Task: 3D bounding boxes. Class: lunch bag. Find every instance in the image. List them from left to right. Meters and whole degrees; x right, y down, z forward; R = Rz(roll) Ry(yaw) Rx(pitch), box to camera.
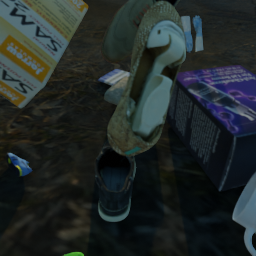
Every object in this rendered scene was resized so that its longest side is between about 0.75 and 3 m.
[{"bbox_3d":[0.026,-0.947,8.272,1.025,0.735,1.250,19,36,24],"label":"lunch bag"}]

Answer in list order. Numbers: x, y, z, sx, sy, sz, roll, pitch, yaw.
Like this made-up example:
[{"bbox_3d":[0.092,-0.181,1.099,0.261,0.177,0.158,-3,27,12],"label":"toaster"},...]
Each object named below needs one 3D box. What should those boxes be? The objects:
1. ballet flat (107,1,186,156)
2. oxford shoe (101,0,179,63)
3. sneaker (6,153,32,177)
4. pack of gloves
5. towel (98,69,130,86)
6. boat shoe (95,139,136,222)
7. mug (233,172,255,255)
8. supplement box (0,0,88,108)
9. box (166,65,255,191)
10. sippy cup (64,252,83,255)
[{"bbox_3d":[0.464,-0.819,4.256,0.935,2.652,0.866,19,-10,-25],"label":"ballet flat"},{"bbox_3d":[0.284,-2.224,5.468,0.814,2.312,0.865,37,12,-17],"label":"oxford shoe"},{"bbox_3d":[-2.461,0.804,6.299,0.325,0.273,0.829,-15,36,-42],"label":"sneaker"},{"bbox_3d":[1.990,-2.819,8.372,0.884,1.052,0.208,-21,19,-36],"label":"pack of gloves"},{"bbox_3d":[-0.172,-1.653,9.721,1.445,0.172,1.061,24,44,32],"label":"towel"},{"bbox_3d":[-0.283,0.770,5.880,0.861,0.764,2.304,3,36,4],"label":"boat shoe"},{"bbox_3d":[2.505,1.582,4.679,1.245,1.049,1.420,29,72,17],"label":"mug"},{"bbox_3d":[-1.917,-1.893,5.090,0.956,1.638,2.599,-28,36,40],"label":"supplement box"},{"bbox_3d":[2.425,-0.183,6.585,2.089,1.473,2.824,-11,37,-15],"label":"box"},{"bbox_3d":[-0.827,2.267,3.963,0.924,0.725,0.677,-27,54,-14],"label":"sippy cup"}]
